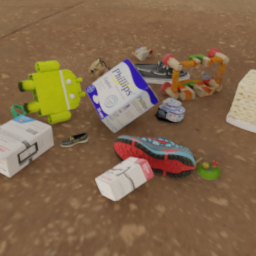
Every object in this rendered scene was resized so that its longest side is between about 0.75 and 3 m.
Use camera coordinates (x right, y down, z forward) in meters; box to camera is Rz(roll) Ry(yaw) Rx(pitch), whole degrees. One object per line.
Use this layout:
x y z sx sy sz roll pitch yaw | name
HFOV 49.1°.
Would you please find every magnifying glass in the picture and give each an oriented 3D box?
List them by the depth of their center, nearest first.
-4.395 -0.439 11.142 0.611 0.172 1.536 29 27 -31 | magnifying glass

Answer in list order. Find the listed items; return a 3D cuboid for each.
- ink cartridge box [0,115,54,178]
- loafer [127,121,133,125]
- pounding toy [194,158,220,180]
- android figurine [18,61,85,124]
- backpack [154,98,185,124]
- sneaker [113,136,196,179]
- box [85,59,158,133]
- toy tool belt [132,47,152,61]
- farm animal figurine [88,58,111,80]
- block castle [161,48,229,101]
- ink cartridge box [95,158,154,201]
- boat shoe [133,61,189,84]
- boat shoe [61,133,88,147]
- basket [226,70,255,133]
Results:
-3.858 0.640 9.140 1.465 0.857 2.526 19 35 22 | ink cartridge box
-0.317 -0.673 11.414 0.653 0.658 1.808 5 40 -20 | loafer
2.502 1.192 8.899 0.717 0.431 0.929 -27 44 -32 | pounding toy
-2.877 -1.408 11.016 2.640 2.403 0.542 -16 10 -39 | android figurine
1.775 -0.689 11.257 1.014 0.820 1.064 31 42 21 | backpack
0.834 0.825 9.146 2.676 1.061 1.278 17 26 11 | sneaker
-0.264 -1.203 10.288 2.027 1.063 1.864 -35 52 5 | box
0.815 -4.467 16.499 0.751 0.763 1.223 31 44 23 | toy tool belt
-1.347 -2.620 13.392 0.953 1.828 1.808 -41 48 9 | farm animal figurine
2.933 -2.483 12.745 2.862 1.912 1.343 -12 36 -18 | block castle
-0.118 1.410 7.938 1.343 0.570 0.978 -30 13 -26 | ink cartridge box
1.652 -2.838 14.022 2.874 0.974 1.031 4 36 5 | boat shoe
-1.953 0.405 10.098 1.010 0.304 0.360 -16 39 -21 | boat shoe
5.541 -0.869 10.617 2.864 1.767 1.941 23 42 27 | basket
